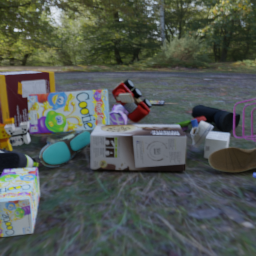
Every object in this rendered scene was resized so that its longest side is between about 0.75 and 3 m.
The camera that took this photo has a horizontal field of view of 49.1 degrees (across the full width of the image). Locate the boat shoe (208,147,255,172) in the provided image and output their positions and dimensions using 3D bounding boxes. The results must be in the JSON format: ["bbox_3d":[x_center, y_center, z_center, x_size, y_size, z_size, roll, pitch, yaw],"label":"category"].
[{"bbox_3d":[3.112,0.898,7.753,1.903,0.686,0.618,-6,-21,-6],"label":"boat shoe"}]

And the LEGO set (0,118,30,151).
[{"bbox_3d":[-4.177,0.447,8.569,2.654,1.089,1.012,-10,22,-4],"label":"LEGO set"}]

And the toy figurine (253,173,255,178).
[{"bbox_3d":[3.531,1.047,6.441,1.159,1.021,1.935,5,14,39],"label":"toy figurine"}]

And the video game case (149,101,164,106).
[{"bbox_3d":[1.791,-1.552,17.725,0.967,0.136,1.070,3,16,10],"label":"video game case"}]

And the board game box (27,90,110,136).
[{"bbox_3d":[-1.970,-0.477,9.767,2.607,1.343,1.367,-5,-4,-5],"label":"board game box"}]

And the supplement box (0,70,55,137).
[{"bbox_3d":[-4.468,-1.094,11.594,1.603,2.381,2.414,12,19,39],"label":"supplement box"}]

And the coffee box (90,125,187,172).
[{"bbox_3d":[0.297,0.530,8.101,2.572,1.026,1.454,1,12,3],"label":"coffee box"}]

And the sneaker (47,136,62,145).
[{"bbox_3d":[-2.242,0.543,9.532,1.036,0.375,0.372,14,25,-5],"label":"sneaker"}]

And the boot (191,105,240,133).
[{"bbox_3d":[3.569,-0.438,12.029,1.899,0.863,2.260,15,14,34],"label":"boot"}]

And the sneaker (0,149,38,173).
[{"bbox_3d":[-3.363,0.959,7.723,1.949,0.699,0.807,7,-8,23],"label":"sneaker"}]

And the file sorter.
[{"bbox_3d":[4.613,-0.183,9.333,1.915,1.331,1.201,9,-9,-26],"label":"file sorter"}]

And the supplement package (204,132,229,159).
[{"bbox_3d":[2.787,0.555,8.782,0.648,0.653,0.861,7,16,23],"label":"supplement package"}]

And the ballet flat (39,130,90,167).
[{"bbox_3d":[-1.968,0.665,8.470,0.775,0.775,2.088,9,20,31],"label":"ballet flat"}]

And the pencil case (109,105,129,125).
[{"bbox_3d":[-0.457,-0.411,11.780,0.944,0.927,2.209,30,13,1],"label":"pencil case"}]

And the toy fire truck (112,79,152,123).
[{"bbox_3d":[0.119,-0.982,11.193,1.249,1.708,1.941,-37,12,26],"label":"toy fire truck"}]

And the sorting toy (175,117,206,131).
[{"bbox_3d":[2.645,-0.055,11.572,1.369,0.562,0.823,-15,2,-10],"label":"sorting toy"}]

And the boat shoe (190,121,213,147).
[{"bbox_3d":[2.159,0.180,8.590,0.467,0.474,1.337,36,-19,12],"label":"boat shoe"}]

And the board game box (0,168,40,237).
[{"bbox_3d":[-2.180,1.395,5.494,0.715,0.728,1.388,-3,16,-11],"label":"board game box"}]
